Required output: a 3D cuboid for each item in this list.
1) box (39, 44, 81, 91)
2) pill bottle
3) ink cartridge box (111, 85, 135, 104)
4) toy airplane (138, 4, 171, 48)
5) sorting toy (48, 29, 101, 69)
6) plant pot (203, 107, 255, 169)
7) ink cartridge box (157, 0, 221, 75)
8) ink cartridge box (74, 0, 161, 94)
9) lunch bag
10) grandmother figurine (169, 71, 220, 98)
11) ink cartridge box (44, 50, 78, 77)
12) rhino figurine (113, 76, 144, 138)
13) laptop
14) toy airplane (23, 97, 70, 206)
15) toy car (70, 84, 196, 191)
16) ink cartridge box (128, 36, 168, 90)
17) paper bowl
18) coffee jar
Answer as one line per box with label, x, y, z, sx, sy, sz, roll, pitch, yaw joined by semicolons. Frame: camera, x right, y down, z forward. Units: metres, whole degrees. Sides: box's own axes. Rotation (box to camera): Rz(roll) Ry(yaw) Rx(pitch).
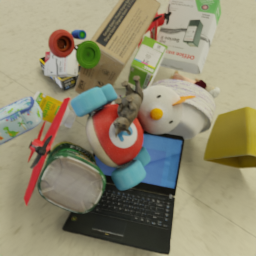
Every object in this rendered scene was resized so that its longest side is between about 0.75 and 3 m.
box;-1.890;-2.346;10.282;2.148;0.530;1.715;-29;50;-24
pill bottle;-2.168;-0.478;8.128;1.277;0.709;0.709;24;46;-15
ink cartridge box;-0.133;-0.527;8.217;0.562;0.954;1.657;1;38;10
toy airplane;0.648;-3.115;8.747;0.403;2.188;2.188;1;43;-31
sorting toy;-1.102;-1.646;5.645;1.116;0.670;0.458;16;7;-40
plant pot;2.797;0.251;6.751;1.366;1.366;1.205;14;73;-27
ink cartridge box;1.814;-2.900;8.707;1.528;0.880;2.094;17;88;21
ink cartridge box;-0.419;-2.187;8.014;1.037;2.760;2.274;30;65;-7
lunch bag;-2.733;-0.157;6.455;1.431;0.590;1.151;-27;24;-4
grandmother figurine;2.236;-1.408;9.457;1.709;0.518;1.037;24;61;24
ink cartridge box;-1.744;-1.668;7.282;0.886;0.650;0.367;5;3;34
rhino figurine;-0.009;-0.328;5.093;0.384;0.562;1.284;3;51;21
laptop;0.022;1.197;6.426;2.273;1.324;2.565;9;31;9
toy airplane;-1.843;0.356;5.979;0.432;2.351;2.351;22;46;-15
toy car;0.366;-0.223;5.930;2.236;2.061;1.977;-27;6;14
ink cartridge box;0.306;-1.334;7.678;0.696;1.357;1.836;26;80;1
paper bowl;1.311;-0.368;7.571;1.903;1.903;0.990;15;69;13
coffee jar;-1.210;0.928;6.003;1.179;2.262;0.965;29;87;-13
